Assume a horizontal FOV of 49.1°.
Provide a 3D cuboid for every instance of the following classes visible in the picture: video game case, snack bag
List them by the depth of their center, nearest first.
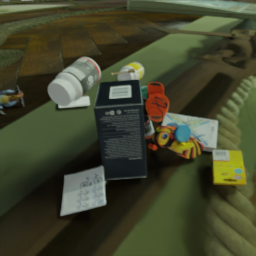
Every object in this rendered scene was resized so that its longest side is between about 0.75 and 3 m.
[{"bbox_3d":[-1.263,1.724,7.946,1.331,0.151,1.412,-16,41,9],"label":"snack bag"},{"bbox_3d":[2.341,0.116,10.953,2.185,0.240,1.991,9,34,14],"label":"video game case"}]

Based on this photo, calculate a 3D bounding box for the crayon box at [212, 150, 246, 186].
[{"bbox_3d":[3.077,1.292,8.659,0.913,0.365,1.438,1,36,15],"label":"crayon box"}]

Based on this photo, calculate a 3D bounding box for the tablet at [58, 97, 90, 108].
[{"bbox_3d":[-2.533,-1.211,13.104,1.417,0.097,0.922,-6,33,-8],"label":"tablet"}]

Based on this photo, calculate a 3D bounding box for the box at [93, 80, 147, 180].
[{"bbox_3d":[-0.178,0.027,8.854,1.369,2.557,1.897,-5,29,2],"label":"box"}]

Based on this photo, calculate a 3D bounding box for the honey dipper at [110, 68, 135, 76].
[{"bbox_3d":[-0.200,-1.984,10.071,0.907,0.172,0.172,-14,34,-13],"label":"honey dipper"}]

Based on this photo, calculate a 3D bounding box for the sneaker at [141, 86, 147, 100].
[{"bbox_3d":[0.478,-1.737,13.311,0.782,0.665,1.787,21,16,38],"label":"sneaker"}]

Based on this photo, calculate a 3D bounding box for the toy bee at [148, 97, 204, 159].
[{"bbox_3d":[1.324,0.350,9.312,2.471,1.617,1.343,40,81,-2],"label":"toy bee"}]

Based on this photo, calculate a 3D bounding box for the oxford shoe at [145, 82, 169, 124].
[{"bbox_3d":[1.217,-0.909,11.998,0.955,0.973,2.683,3,38,4],"label":"oxford shoe"}]

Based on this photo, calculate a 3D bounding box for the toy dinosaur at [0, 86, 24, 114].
[{"bbox_3d":[-5.868,-1.065,12.746,2.059,1.191,2.269,-20,0,-11],"label":"toy dinosaur"}]

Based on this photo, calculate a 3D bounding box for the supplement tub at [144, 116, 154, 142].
[{"bbox_3d":[0.676,0.059,10.360,0.522,0.977,0.522,-13,37,10],"label":"supplement tub"}]

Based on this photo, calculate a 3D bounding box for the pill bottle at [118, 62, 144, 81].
[{"bbox_3d":[0.122,-2.814,14.756,1.019,1.019,1.812,11,25,17],"label":"pill bottle"}]

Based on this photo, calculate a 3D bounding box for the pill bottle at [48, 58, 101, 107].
[{"bbox_3d":[-1.647,-1.423,8.678,0.950,0.950,1.668,14,42,21],"label":"pill bottle"}]
